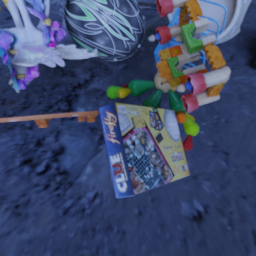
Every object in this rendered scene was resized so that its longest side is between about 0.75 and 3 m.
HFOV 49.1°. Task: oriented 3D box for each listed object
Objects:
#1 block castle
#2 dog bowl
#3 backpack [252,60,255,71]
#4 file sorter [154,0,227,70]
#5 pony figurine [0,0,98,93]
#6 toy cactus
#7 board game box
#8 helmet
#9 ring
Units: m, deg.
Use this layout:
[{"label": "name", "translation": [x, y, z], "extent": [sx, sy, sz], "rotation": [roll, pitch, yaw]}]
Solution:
[{"label": "block castle", "translation": [0.924, -1.241, 4.754], "extent": [0.840, 1.196, 1.790], "rotation": [-18, 74, 1]}, {"label": "dog bowl", "translation": [2.475, -4.008, 8.973], "extent": [2.830, 2.830, 0.830], "rotation": [26, 41, 27]}, {"label": "backpack", "translation": [6.892, -3.069, 11.078], "extent": [2.685, 1.973, 2.457], "rotation": [34, 55, 28]}, {"label": "file sorter", "translation": [1.520, -2.074, 6.801], "extent": [1.057, 1.196, 1.724], "rotation": [26, 81, 18]}, {"label": "pony figurine", "translation": [-2.377, -2.281, 7.166], "extent": [2.580, 2.672, 2.225], "rotation": [0, 15, 26]}, {"label": "toy cactus", "translation": [0.685, -0.624, 6.124], "extent": [2.228, 1.139, 1.838], "rotation": [27, 85, 28]}, {"label": "board game box", "translation": [0.343, 0.297, 4.423], "extent": [0.319, 1.251, 1.846], "rotation": [-18, -11, 33]}, {"label": "helmet", "translation": [-0.708, -3.209, 8.460], "extent": [2.385, 2.385, 2.274], "rotation": [-16, 32, -18]}, {"label": "ring", "translation": [-1.661, -0.137, 5.348], "extent": [2.443, 0.234, 2.443], "rotation": [-4, 4, 0]}]
